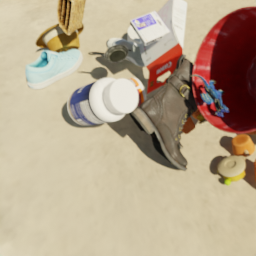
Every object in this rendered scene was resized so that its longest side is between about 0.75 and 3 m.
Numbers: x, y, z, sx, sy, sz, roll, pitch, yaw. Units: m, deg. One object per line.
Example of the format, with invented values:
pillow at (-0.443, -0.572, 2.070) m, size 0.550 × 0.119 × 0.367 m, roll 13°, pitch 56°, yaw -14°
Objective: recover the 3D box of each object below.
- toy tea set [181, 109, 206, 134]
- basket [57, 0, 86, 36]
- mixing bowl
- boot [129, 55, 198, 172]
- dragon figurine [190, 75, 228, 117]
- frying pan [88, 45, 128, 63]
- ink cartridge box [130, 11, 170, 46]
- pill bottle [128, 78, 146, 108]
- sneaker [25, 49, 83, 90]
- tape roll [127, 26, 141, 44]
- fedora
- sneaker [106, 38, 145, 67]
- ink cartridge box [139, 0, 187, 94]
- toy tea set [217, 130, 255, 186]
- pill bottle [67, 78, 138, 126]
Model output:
toy tea set at (1.762, -0.361, 7.982) m, size 0.946 × 1.591 × 0.589 m, roll -37°, pitch 93°, yaw 10°
basket at (-2.015, -3.866, 9.244) m, size 0.869 × 1.218 × 0.907 m, roll 27°, pitch 44°, yaw 5°
mixing bowl at (2.636, -1.112, 5.780) m, size 1.315 × 2.428 × 2.428 m, roll -3°, pitch 43°, yaw -30°
boot at (1.405, -0.298, 7.000) m, size 2.114 × 2.429 × 0.841 m, roll -41°, pitch 24°, yaw -5°
dragon figurine at (1.793, -0.736, 6.072) m, size 1.104 × 0.325 × 0.549 m, roll 45°, pitch 40°, yaw -10°
frying pan at (-0.573, -2.149, 8.465) m, size 1.203 × 0.196 × 0.728 m, roll -17°, pitch 58°, yaw 2°
ink cartridge box at (0.601, -2.760, 7.749) m, size 0.830 × 0.180 × 0.822 m, roll -27°, pitch 75°, yaw -14°
pill bottle at (-0.387, -0.860, 8.777) m, size 1.744 × 0.955 × 0.955 m, roll -23°, pitch 50°, yaw -16°
sneaker at (-2.629, -2.412, 10.205) m, size 0.941 × 1.044 × 2.547 m, roll 26°, pitch 52°, yaw 22°
tape roll at (0.967, -3.689, 11.648) m, size 2.054 × 0.719 × 2.054 m, roll 0°, pitch 47°, yaw 0°
fedora at (-2.549, -3.397, 11.045) m, size 2.093 × 2.093 × 0.853 m, roll -27°, pitch 92°, yaw -23°
sneaker at (0.064, -2.809, 10.138) m, size 0.732 × 0.755 × 2.068 m, roll 36°, pitch 14°, yaw 35°
ink cartridge box at (0.962, -2.457, 8.571) m, size 0.672 × 1.914 × 2.355 m, roll 18°, pitch 72°, yaw -23°
toy tea set at (3.568, 0.670, 7.573) m, size 1.611 × 1.003 × 2.710 m, roll -1°, pitch 41°, yaw 42°
pill bottle at (-0.662, -0.661, 7.126) m, size 1.092 × 1.092 × 1.966 m, roll -41°, pitch 20°, yaw -32°
